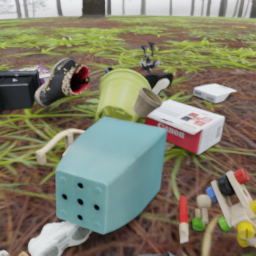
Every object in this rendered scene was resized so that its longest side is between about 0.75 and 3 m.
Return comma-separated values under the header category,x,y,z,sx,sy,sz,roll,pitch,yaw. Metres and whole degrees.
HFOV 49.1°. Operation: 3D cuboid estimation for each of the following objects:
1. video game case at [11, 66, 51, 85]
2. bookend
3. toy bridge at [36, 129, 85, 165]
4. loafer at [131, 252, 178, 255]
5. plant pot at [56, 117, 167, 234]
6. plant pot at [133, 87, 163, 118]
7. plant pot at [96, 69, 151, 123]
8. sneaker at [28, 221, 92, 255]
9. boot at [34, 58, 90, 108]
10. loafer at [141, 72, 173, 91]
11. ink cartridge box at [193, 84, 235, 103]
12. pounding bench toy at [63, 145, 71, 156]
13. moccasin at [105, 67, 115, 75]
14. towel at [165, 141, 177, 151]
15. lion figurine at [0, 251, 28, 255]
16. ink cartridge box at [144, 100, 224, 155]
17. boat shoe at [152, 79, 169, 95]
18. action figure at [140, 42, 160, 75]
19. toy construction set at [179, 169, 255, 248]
category,x,y,z,sx,sy,sz,roll,pitch,yaw
video game case,-5.646,-2.992,16.225,2.226,0.440,2.456,-19,33,-31
bookend,-5.584,-1.398,12.235,2.977,1.380,2.996,-3,29,-5
toy bridge,-1.982,0.457,9.411,2.288,0.769,0.311,-23,35,-35
loafer,0.839,2.710,5.210,2.065,0.725,0.701,0,28,0
plant pot,-0.424,1.078,6.609,1.857,1.858,2.629,12,20,20
plant pot,0.552,-0.734,8.744,0.834,0.724,0.834,29,25,-15
plant pot,-0.298,-0.807,10.718,2.177,2.177,2.001,5,40,9
sneaker,-1.476,2.282,6.179,1.586,0.618,0.788,-23,32,-37
boot,-2.454,-2.111,11.713,2.176,1.057,2.890,-9,39,39
loafer,1.255,-2.472,14.860,2.676,0.977,0.954,-14,26,-43
ink cartridge box,4.341,-1.752,14.030,1.707,0.403,1.366,-15,31,-35
pounding bench toy,-1.375,0.972,8.443,0.967,0.754,0.601,6,29,11
moccasin,-0.619,-2.728,15.291,0.996,0.844,2.475,-20,34,-33
towel,1.281,0.528,9.979,0.614,0.097,0.855,-25,37,-38
lion figurine,-2.588,2.833,5.172,2.096,0.760,1.284,2,32,34
ink cartridge box,1.794,-0.050,9.971,2.368,0.993,2.079,24,31,38
boat shoe,1.494,-1.907,13.628,0.444,0.383,1.222,44,76,7
action figure,0.902,-2.923,12.254,0.878,1.478,0.754,-13,37,-3
toy construction set,2.252,2.113,5.584,2.459,2.051,1.889,-13,36,20
